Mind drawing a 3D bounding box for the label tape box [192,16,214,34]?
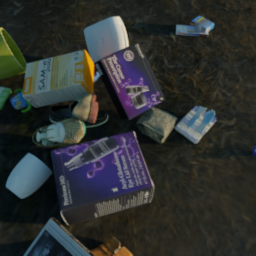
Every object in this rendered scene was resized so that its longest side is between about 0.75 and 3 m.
[{"bbox_3d":[3.758,-5.238,14.192,0.670,0.309,0.935,-37,61,-24],"label":"label tape box"}]

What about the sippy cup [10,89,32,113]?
[{"bbox_3d":[-4.358,-1.088,11.370,0.677,0.725,0.924,-27,35,-3],"label":"sippy cup"}]

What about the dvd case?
[{"bbox_3d":[-2.153,4.014,7.492,1.855,0.305,2.468,33,83,21],"label":"dvd case"}]

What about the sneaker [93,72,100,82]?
[{"bbox_3d":[-1.472,-2.180,12.355,0.829,0.273,0.325,-35,71,-20],"label":"sneaker"}]

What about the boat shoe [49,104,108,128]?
[{"bbox_3d":[-1.953,-0.589,10.920,2.304,0.764,0.861,5,51,3],"label":"boat shoe"}]

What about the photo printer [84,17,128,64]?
[{"bbox_3d":[-0.893,-3.699,11.939,2.019,1.680,0.701,-2,16,42],"label":"photo printer"}]

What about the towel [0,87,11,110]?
[{"bbox_3d":[-5.853,-1.301,11.798,1.542,0.237,1.151,11,58,5],"label":"towel"}]

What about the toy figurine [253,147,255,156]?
[{"bbox_3d":[4.832,0.924,10.234,0.503,0.443,0.839,-35,55,11],"label":"toy figurine"}]

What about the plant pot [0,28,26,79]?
[{"bbox_3d":[-5.791,-2.842,11.991,2.129,1.992,1.992,-28,59,-2],"label":"plant pot"}]

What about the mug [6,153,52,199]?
[{"bbox_3d":[-3.452,1.613,9.354,1.420,1.049,1.245,12,56,44],"label":"mug"}]

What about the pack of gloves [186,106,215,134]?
[{"bbox_3d":[2.683,-0.352,10.493,1.052,0.208,0.884,-53,38,-7],"label":"pack of gloves"}]

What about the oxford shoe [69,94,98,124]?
[{"bbox_3d":[-1.578,-0.814,9.626,0.865,0.814,2.312,11,12,-16],"label":"oxford shoe"}]

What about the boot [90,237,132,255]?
[{"bbox_3d":[-0.922,3.669,8.108,1.840,0.678,1.423,38,61,16],"label":"boot"}]

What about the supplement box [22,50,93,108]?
[{"bbox_3d":[-2.736,-1.927,11.105,2.599,0.956,1.638,-10,63,12],"label":"supplement box"}]

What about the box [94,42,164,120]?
[{"bbox_3d":[0.063,-1.668,10.151,1.630,0.911,2.309,-30,103,-18],"label":"box"}]

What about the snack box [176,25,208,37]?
[{"bbox_3d":[3.247,-4.944,14.289,1.600,0.195,0.575,6,56,4],"label":"snack box"}]

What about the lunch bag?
[{"bbox_3d":[1.037,-0.162,10.664,1.250,0.735,1.025,31,61,14],"label":"lunch bag"}]

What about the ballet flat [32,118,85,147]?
[{"bbox_3d":[-2.462,0.263,9.429,0.866,2.652,0.935,-4,81,-42],"label":"ballet flat"}]

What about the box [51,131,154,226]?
[{"bbox_3d":[-0.851,1.600,8.986,2.824,1.473,2.089,-14,57,-10],"label":"box"}]

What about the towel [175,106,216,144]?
[{"bbox_3d":[2.633,-0.141,10.916,1.061,0.172,1.445,37,68,22],"label":"towel"}]
